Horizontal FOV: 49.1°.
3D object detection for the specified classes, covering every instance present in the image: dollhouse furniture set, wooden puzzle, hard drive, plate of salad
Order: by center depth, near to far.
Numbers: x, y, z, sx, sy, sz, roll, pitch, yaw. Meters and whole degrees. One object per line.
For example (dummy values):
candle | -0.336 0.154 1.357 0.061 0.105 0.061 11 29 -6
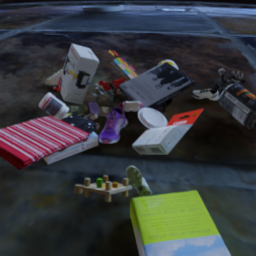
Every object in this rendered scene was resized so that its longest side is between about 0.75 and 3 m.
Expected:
hard drive | -2.088 0.131 9.575 1.193 0.323 1.708 22 38 30
plate of salad | 0.915 -0.298 10.666 1.227 0.295 1.227 15 43 -14
dollhouse furniture set | -1.270 -0.328 11.491 0.957 1.069 1.349 -27 -16 39
wooden puzzle | -0.026 -2.699 13.270 2.625 0.184 1.557 46 24 -5

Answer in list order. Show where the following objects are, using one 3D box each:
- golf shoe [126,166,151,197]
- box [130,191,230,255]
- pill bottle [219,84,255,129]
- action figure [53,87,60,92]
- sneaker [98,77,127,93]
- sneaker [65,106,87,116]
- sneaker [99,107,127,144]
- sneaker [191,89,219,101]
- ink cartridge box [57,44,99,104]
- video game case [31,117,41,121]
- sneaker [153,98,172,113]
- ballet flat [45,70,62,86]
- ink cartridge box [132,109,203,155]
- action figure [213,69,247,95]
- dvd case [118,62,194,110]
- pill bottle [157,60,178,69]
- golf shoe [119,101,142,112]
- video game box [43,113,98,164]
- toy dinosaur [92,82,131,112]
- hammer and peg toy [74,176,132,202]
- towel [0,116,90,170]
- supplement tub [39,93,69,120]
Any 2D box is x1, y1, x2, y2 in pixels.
golf shoe | 0.237 1.433 7.738 0.431 1.101 0.535 -26 24 4
box | 1.143 2.646 5.990 1.770 0.692 2.904 -5 32 -8
pill bottle | 4.677 -0.721 10.950 1.139 1.139 2.144 -16 48 -25
action figure | -3.127 -2.071 14.170 1.323 0.342 0.433 -12 36 -14
sneaker | -0.799 -1.998 12.923 1.455 0.840 0.570 -42 32 1
sneaker | -2.228 -0.704 11.366 1.121 0.376 0.503 -11 -19 34
sneaker | -0.582 -0.145 10.449 0.760 0.835 1.890 8 36 15
sneaker | 3.629 -1.644 13.171 1.269 0.508 0.468 6 54 13
ink cartridge box | -2.321 -2.444 12.661 0.905 2.185 1.592 9 30 -33
video game case | -3.297 -0.149 9.756 0.793 0.567 0.075 -20 76 1
sneaker | 1.543 -1.320 12.275 0.947 0.819 2.164 3 44 24
ballet flat | -3.147 -2.725 14.773 2.448 0.878 0.878 -5 32 -7
ink cartridge box | 1.220 0.017 8.789 1.985 0.469 1.589 -47 15 -23
action figure | 5.100 -2.391 13.972 1.271 1.091 2.138 10 33 36
dvd case | 1.184 -1.817 12.002 2.615 0.323 1.965 -30 49 -15
pill bottle | 1.924 -2.707 14.306 1.224 1.224 2.185 7 32 11
golf shoe | 0.068 -0.835 10.734 0.479 0.394 1.046 16 -15 -40
video game box | -2.416 0.295 10.079 1.915 0.492 2.102 -22 38 -28
toy dinosaur | -0.398 -1.154 12.157 2.681 1.032 1.371 23 40 -20
hammer and peg toy | -0.699 1.512 7.267 1.372 0.484 1.009 0 -1 37
towel | -2.684 0.310 8.286 1.930 0.300 2.668 23 26 26
supplement tub | -2.707 -0.767 10.202 0.923 0.648 0.648 39 24 -21
